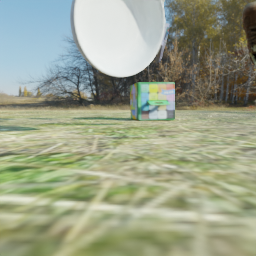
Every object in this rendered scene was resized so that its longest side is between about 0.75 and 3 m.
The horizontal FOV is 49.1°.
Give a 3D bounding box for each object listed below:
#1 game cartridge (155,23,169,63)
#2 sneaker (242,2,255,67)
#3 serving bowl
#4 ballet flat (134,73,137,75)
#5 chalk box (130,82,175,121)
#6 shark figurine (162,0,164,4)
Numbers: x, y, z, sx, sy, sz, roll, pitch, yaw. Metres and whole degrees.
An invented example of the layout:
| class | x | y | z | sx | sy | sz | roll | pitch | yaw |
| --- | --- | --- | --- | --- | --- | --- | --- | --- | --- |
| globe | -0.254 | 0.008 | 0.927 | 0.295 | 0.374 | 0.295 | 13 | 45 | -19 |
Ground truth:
| class | x | y | z | sx | sy | sz | roll | pitch | yaw |
| --- | --- | --- | --- | --- | --- | --- | --- | --- | --- |
| game cartridge | 1.356 | -3.351 | 11.003 | 0.267 | 1.389 | 0.901 | 16 | -34 | 2 |
| sneaker | 3.305 | -2.274 | 7.055 | 0.641 | 0.687 | 1.820 | -8 | -34 | 30 |
| serving bowl | -0.273 | -2.193 | 5.846 | 2.162 | 2.162 | 0.711 | -3 | 18 | -35 |
| ballet flat | -0.116 | -2.936 | 12.324 | 1.541 | 0.518 | 0.525 | 29 | -6 | -39 |
| chalk box | 1.189 | -1.294 | 13.581 | 1.820 | 1.811 | 2.925 | -1 | 4 | -9 |
| shark figurine | 0.576 | -3.365 | 7.996 | 2.095 | 1.251 | 0.874 | -43 | 12 | 14 |
